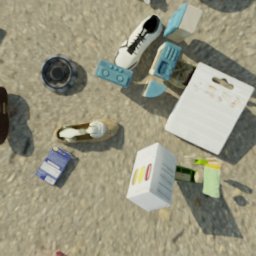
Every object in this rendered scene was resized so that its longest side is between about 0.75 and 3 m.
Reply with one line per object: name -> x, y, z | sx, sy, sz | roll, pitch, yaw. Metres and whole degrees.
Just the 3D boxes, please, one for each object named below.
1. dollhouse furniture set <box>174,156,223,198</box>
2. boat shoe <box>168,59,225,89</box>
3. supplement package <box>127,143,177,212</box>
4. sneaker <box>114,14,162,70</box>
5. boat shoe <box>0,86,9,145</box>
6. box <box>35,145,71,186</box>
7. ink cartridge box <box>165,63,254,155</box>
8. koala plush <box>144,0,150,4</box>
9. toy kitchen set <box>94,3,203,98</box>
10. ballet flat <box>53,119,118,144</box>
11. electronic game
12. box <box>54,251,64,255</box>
dollhouse furniture set -> 1.931, 1.339, 8.140 | 0.779, 2.018, 1.009 | 12, 82, -5
boat shoe -> 2.228, -1.653, 9.389 | 2.529, 0.793, 0.927 | 27, 90, 5
supplement package -> 0.733, 1.444, 8.238 | 0.904, 0.939, 1.650 | 38, 45, -24
sneaker -> 0.291, -2.887, 9.419 | 0.850, 0.922, 2.306 | 37, 90, 0
boat shoe -> -4.531, -0.390, 9.481 | 0.741, 0.740, 2.002 | -2, 81, 13
box -> -2.538, 1.275, 9.605 | 0.748, 0.200, 1.234 | 32, 90, 1
ink cartridge box -> 2.605, -0.615, 9.257 | 1.979, 0.612, 2.440 | 26, 98, 2
koala plush -> 0.628, -4.766, 9.693 | 0.779, 0.716, 0.690 | 39, 76, -20
toy kitchen set -> 0.498, -2.476, 8.538 | 2.241, 1.648, 2.798 | 21, 96, -8
ballet flat -> -1.423, 0.155, 9.387 | 2.217, 0.724, 0.782 | -12, 89, -1
electronic game -> -2.414, -1.879, 9.681 | 1.338, 0.278, 1.338 | 0, 91, 6
box -> -2.550, 5.024, 9.181 | 0.797, 0.763, 1.598 | 34, 88, 1
